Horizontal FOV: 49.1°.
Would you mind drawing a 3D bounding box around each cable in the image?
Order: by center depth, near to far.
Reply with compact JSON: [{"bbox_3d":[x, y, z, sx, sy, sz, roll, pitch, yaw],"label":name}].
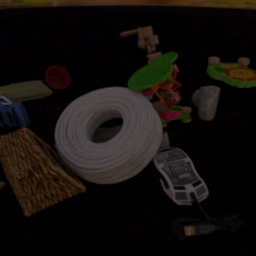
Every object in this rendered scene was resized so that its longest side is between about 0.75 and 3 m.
[{"bbox_3d":[-0.566,0.087,7.769,2.913,1.008,2.912,-41,53,-12],"label":"cable"}]

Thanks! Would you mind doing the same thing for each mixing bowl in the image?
[{"bbox_3d":[-3.361,-2.252,13.109,1.156,1.156,0.626,-23,-3,-35],"label":"mixing bowl"}]

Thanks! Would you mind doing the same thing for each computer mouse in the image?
[{"bbox_3d":[1.407,1.493,6.831,1.485,0.594,2.708,-11,37,-10],"label":"computer mouse"}]

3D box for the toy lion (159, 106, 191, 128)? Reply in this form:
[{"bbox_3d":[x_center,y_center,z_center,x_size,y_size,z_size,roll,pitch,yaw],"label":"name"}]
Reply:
[{"bbox_3d":[1.373,-0.571,10.575,1.590,0.546,1.524,-11,23,-14],"label":"toy lion"}]

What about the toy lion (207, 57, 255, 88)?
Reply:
[{"bbox_3d":[5.331,-2.752,14.238,2.452,0.842,2.351,5,38,9],"label":"toy lion"}]

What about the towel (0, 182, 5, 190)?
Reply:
[{"bbox_3d":[-3.622,1.636,6.917,0.759,0.187,1.023,3,30,7],"label":"towel"}]

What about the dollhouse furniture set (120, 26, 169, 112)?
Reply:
[{"bbox_3d":[0.477,-1.922,9.501,1.295,2.925,1.516,-12,5,0],"label":"dollhouse furniture set"}]

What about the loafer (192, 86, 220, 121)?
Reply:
[{"bbox_3d":[2.943,-0.998,10.868,0.974,0.976,2.792,9,22,19],"label":"loafer"}]

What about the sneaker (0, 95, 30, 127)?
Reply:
[{"bbox_3d":[-4.347,-0.467,9.987,2.467,0.912,1.015,17,35,41],"label":"sneaker"}]

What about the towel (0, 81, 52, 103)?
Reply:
[{"bbox_3d":[-4.611,-1.593,12.430,2.146,0.392,1.592,-16,34,-28],"label":"towel"}]

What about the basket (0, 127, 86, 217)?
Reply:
[{"bbox_3d":[-2.234,0.814,7.029,1.572,1.506,2.110,-19,35,-29],"label":"basket"}]

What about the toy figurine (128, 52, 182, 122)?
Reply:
[{"bbox_3d":[1.100,-1.055,8.414,1.377,1.688,1.834,10,50,47],"label":"toy figurine"}]

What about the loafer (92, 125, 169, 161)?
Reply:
[{"bbox_3d":[-0.129,0.266,8.528,2.800,0.977,0.979,8,30,14],"label":"loafer"}]

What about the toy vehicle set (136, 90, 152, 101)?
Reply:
[{"bbox_3d":[0.120,-1.272,12.032,1.639,0.217,1.019,-24,37,-36],"label":"toy vehicle set"}]
